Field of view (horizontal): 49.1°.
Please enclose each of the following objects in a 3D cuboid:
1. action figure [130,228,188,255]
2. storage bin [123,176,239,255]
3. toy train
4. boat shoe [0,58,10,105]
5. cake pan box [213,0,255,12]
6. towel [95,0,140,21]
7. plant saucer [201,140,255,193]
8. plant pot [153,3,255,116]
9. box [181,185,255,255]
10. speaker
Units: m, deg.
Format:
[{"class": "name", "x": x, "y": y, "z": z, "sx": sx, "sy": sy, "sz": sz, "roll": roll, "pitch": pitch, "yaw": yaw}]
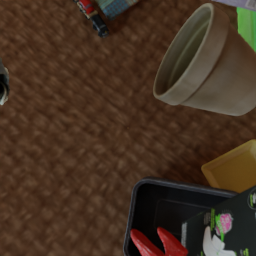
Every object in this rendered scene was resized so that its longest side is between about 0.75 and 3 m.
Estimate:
[{"class": "action figure", "x": -0.521, "y": 2.343, "z": 3.644, "sx": 1.371, "sy": 0.904, "sz": 2.770, "roll": 32, "pitch": 97, "yaw": 42}, {"class": "storage bin", "x": 1.284, "y": 2.069, "z": 5.975, "sx": 2.509, "sy": 1.176, "sz": 1.696, "roll": 9, "pitch": 84, "yaw": 7}, {"class": "toy train", "x": -1.145, "y": -3.298, "z": 7.644, "sx": 0.335, "sy": 0.450, "sz": 1.964, "roll": -34, "pitch": 80, "yaw": -7}, {"class": "boat shoe", "x": -2.523, "y": -0.694, "z": 4.952, "sx": 0.814, "sy": 2.236, "sz": 0.691, "roll": -34, "pitch": 86, "yaw": -32}, {"class": "cake pan box", "x": 2.245, "y": -3.181, "z": 5.458, "sx": 1.584, "sy": 1.459, "sz": 0.414, "roll": 15, "pitch": 38, "yaw": 1}, {"class": "towel", "x": -0.474, "y": -4.520, "z": 7.701, "sx": 1.900, "sy": 0.281, "sz": 2.591, "roll": -34, "pitch": 90, "yaw": 3}, {"class": "plant saucer", "x": 2.713, "y": 1.250, "z": 6.676, "sx": 1.474, "sy": 0.357, "sz": 1.475, "roll": -28, "pitch": 80, "yaw": 1}, {"class": "plant pot", "x": 1.417, "y": -0.916, "z": 4.548, "sx": 1.409, "sy": 1.623, "sz": 1.623, "roll": 24, "pitch": 79, "yaw": -12}, {"class": "box", "x": 1.593, "y": 1.575, "z": 3.399, "sx": 1.239, "sy": 1.669, "sz": 1.037, "roll": 27, "pitch": 46, "yaw": -13}, {"class": "speaker", "x": 3.336, "y": -2.248, "z": 7.093, "sx": 1.122, "sy": 1.122, "sz": 2.538, "roll": 4, "pitch": 78, "yaw": 1}]
